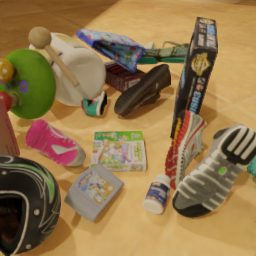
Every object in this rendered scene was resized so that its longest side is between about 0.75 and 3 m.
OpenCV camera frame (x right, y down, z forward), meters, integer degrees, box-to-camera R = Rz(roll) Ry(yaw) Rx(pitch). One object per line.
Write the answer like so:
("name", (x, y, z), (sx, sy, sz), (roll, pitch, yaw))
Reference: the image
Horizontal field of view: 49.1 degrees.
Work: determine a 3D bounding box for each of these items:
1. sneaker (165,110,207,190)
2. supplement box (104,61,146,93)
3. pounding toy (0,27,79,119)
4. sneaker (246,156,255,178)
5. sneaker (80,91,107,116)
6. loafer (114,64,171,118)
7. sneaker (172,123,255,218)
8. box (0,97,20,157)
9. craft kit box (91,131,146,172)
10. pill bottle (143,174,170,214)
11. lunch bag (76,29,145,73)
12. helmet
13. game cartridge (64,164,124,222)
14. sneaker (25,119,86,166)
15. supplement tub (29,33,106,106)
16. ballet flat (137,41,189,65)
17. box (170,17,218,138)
("sneaker", (1.418, 0.568, 6.659), (0.783, 1.907, 0.742), (17, -5, -10))
("supplement box", (-0.217, -2.037, 11.084), (1.094, 0.612, 2.010), (-24, 41, -30))
("pounding toy", (-3.154, -1.396, 8.148), (2.830, 2.184, 1.313), (-31, -3, 28))
("sneaker", (3.170, 1.103, 6.694), (0.637, 0.620, 1.600), (13, 27, 7))
("sneaker", (-1.183, -0.841, 9.460), (0.797, 0.552, 1.321), (2, 32, 8))
("loafer", (0.656, -1.145, 9.447), (2.655, 0.942, 0.969), (-42, 23, -23))
("sneaker", (1.859, 0.844, 6.036), (0.866, 2.309, 1.333), (38, 20, 2))
("box", (-3.998, 0.724, 6.097), (1.603, 1.881, 2.942), (8, 37, 11))
("craft kit box", (-0.259, 0.612, 7.645), (1.403, 0.345, 1.421), (1, 36, -3))
("pill bottle", (0.669, 1.447, 6.222), (0.451, 0.451, 0.813), (14, 47, 19))
("lunch bag", (-0.771, -2.991, 10.018), (2.181, 1.026, 1.642), (12, 24, -35))
("helmet", (-2.131, 1.426, 5.320), (1.694, 1.777, 1.777), (28, 34, -12))
("game cartridge", (-0.757, 1.379, 6.279), (0.890, 0.278, 1.336), (39, 38, 7))
("sneaker", (-1.902, 0.483, 7.353), (2.010, 0.887, 0.818), (32, 81, 32))
("supplement tub", (-2.309, -2.215, 10.105), (2.024, 2.024, 2.803), (-22, 41, -27))
("ballet flat", (1.201, -2.916, 10.832), (2.536, 0.941, 0.941), (4, 35, 17))
("box", (1.952, -1.527, 8.419), (0.707, 2.823, 2.844), (12, 38, 7))
